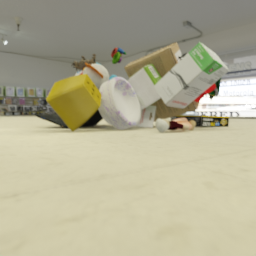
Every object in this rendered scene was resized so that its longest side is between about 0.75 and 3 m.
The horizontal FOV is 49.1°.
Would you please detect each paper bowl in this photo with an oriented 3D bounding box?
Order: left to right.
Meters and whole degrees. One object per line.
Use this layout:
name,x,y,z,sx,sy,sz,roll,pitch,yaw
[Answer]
paper bowl,-0.407,-0.848,10.428,0.990,1.903,1.903,-20,-7,28

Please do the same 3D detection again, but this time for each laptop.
laptop,-2.125,-0.718,11.994,2.565,1.324,2.273,20,9,20

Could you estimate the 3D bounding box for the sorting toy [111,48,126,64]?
sorting toy,-0.411,-3.261,12.739,0.458,0.670,1.116,22,33,-29

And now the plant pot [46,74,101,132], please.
plant pot,-1.624,-0.961,9.098,1.205,1.366,1.366,-28,29,15

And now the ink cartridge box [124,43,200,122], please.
ink cartridge box,1.468,-1.830,11.848,2.274,2.760,1.037,-15,20,33

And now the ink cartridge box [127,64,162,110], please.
ink cartridge box,0.515,-1.469,11.275,1.836,1.357,0.696,-32,2,35

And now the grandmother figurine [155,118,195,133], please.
grandmother figurine,1.477,-0.096,9.253,1.037,0.518,1.709,-9,-6,41

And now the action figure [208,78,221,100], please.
action figure,3.414,-1.773,11.474,1.034,0.479,1.751,24,-26,33

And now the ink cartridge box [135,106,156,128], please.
ink cartridge box,0.352,-0.554,11.794,1.657,0.954,0.562,10,-1,16

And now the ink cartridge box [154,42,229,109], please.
ink cartridge box,2.125,-1.673,9.499,2.094,0.880,1.528,-42,-24,26

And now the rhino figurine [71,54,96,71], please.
rhino figurine,-1.900,-2.728,11.883,1.284,0.562,0.384,-4,-12,24

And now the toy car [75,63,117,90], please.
toy car,-1.472,-2.018,11.479,1.977,2.061,2.236,38,-21,14

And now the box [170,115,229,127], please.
box,3.316,-0.335,13.146,1.715,0.530,2.148,2,2,-29

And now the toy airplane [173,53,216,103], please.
toy airplane,2.479,-1.850,10.617,2.188,2.188,0.403,-1,26,-13
